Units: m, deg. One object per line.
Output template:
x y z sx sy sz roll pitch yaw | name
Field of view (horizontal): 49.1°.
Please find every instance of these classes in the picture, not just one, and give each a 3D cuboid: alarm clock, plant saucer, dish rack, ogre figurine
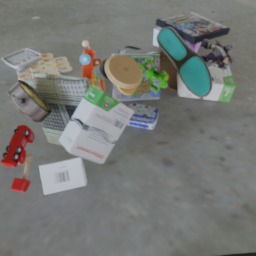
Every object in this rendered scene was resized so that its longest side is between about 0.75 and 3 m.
-2.386 -0.609 6.608 0.525 1.576 1.063 -42 93 -1 | alarm clock
1.700 -2.196 11.085 1.783 0.326 1.783 14 64 -30 | plant saucer
-4.727 -3.040 12.501 1.397 0.354 1.628 -35 45 -28 | dish rack
0.771 -1.462 8.022 0.608 1.240 0.743 -38 74 1 | ogre figurine

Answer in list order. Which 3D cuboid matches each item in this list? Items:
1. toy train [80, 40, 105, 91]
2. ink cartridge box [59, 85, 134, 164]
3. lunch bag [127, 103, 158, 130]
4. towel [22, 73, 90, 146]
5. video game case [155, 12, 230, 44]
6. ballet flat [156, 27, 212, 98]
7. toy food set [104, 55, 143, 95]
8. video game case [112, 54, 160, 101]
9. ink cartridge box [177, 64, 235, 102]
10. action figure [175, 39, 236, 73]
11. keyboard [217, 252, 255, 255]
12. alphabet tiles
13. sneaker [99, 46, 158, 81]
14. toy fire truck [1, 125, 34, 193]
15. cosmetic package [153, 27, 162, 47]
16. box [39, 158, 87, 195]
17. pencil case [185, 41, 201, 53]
-1.005 -1.600 8.342 0.667 1.802 2.399 4 14 -4 | toy train
-0.718 -0.040 6.381 0.614 1.084 1.478 32 92 46 | ink cartridge box
0.451 -0.388 9.490 1.171 0.442 0.938 10 43 13 | lunch bag
-1.663 -0.388 7.569 2.317 2.231 0.400 8 38 31 | towel
3.110 -4.879 13.488 2.695 0.344 2.436 -24 50 -32 | video game case
1.823 -2.050 8.694 2.558 0.862 0.815 58 22 12 | ballet flat
-0.078 -1.170 5.908 0.883 0.215 0.874 38 57 -2 | toy food set
0.298 -1.773 9.823 1.766 1.608 0.195 -6 13 -21 | video game case
2.889 -1.786 10.646 1.907 0.804 1.393 6 45 -2 | ink cartridge box
2.739 -2.346 9.662 2.141 0.743 1.393 -28 51 3 | action figure
1.795 2.882 4.922 2.895 0.574 1.507 -13 38 14 | keyboard
-3.734 -2.685 12.368 2.270 0.169 2.321 -14 43 -16 | alphabet tiles
-0.218 -2.827 11.981 2.977 1.117 1.719 -16 37 -33 | sneaker
-2.411 0.702 6.352 0.319 0.923 1.309 5 61 15 | toy fire truck
2.081 -4.783 14.274 1.757 0.893 0.650 -29 47 -31 | cosmetic package
-1.535 1.138 6.811 0.951 1.249 0.664 -12 85 -10 | box
2.968 -3.769 13.121 0.804 0.818 1.915 42 44 -15 | pencil case
